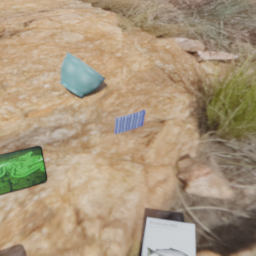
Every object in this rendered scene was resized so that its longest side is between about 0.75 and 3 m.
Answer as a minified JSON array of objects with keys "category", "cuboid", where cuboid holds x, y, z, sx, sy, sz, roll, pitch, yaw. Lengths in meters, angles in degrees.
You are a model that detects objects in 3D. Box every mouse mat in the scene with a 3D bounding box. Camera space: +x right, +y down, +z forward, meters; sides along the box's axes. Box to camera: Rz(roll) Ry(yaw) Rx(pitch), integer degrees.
[{"category":"mouse mat","cuboid":[-3.737,1.363,8.794,2.188,0.082,1.760,-13,42,-16]}]

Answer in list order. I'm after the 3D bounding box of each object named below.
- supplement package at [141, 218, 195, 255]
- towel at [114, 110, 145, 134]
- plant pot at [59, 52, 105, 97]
[{"category":"supplement package","cuboid":[0.796,3.095,5.920,1.126,1.130,1.927,6,41,7]},{"category":"towel","cuboid":[0.056,-0.209,10.033,1.179,0.853,0.141,-17,54,-19]},{"category":"plant pot","cuboid":[-2.049,-2.066,11.642,1.869,1.869,1.252,37,95,35]}]
